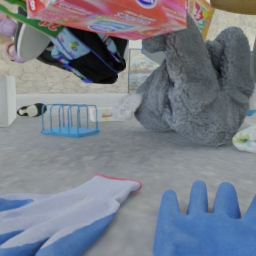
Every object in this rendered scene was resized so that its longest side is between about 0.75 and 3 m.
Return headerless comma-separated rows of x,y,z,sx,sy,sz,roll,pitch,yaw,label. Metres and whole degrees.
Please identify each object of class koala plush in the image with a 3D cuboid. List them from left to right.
1.080,-0.724,6.731,2.646,2.742,2.984,5,-16,-30,koala plush

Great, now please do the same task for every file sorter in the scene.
-1.487,-0.229,7.156,1.223,0.750,0.849,4,9,29,file sorter

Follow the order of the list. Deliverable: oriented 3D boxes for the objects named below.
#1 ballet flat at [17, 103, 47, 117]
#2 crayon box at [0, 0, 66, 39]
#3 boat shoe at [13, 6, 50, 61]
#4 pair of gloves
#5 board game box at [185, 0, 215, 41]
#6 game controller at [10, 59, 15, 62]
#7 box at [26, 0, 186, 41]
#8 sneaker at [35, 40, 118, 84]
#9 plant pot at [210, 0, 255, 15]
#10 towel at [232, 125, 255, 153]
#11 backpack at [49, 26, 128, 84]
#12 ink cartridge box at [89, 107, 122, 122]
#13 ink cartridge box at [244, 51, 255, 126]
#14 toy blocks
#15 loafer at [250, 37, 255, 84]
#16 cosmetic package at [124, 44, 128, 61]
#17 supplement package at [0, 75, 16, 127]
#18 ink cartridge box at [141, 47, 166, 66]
-3.874,-0.656,11.130,1.529,0.520,0.523,-6,13,36,ballet flat
-1.366,-2.879,4.904,1.699,2.676,0.680,25,-35,-4,crayon box
-2.151,-2.869,6.533,0.772,2.560,0.946,31,20,18,boat shoe
-0.020,0.747,2.142,2.606,0.297,2.095,5,9,25,pair of gloves
2.136,-3.287,9.511,0.378,1.204,2.521,-29,-25,-12,board game box
-3.233,-3.185,9.605,1.183,2.267,0.477,0,-33,45,game controller
-0.205,-2.008,4.004,1.142,1.054,2.226,1,6,40,box
-1.363,-1.909,7.876,2.650,1.017,1.110,12,18,-35,sneaker
3.040,-3.504,7.342,1.196,1.196,1.284,-10,43,-48,plant pot
3.355,0.183,5.127,2.199,0.529,1.882,8,10,43,towel
-1.041,-2.282,6.309,1.423,1.930,2.115,-14,-35,40,backpack
-0.775,-0.488,9.893,1.074,0.448,0.779,-3,9,-17,ink cartridge box
3.710,-0.896,7.163,1.551,1.544,2.114,6,-7,44,ink cartridge box
-3.243,-2.852,7.308,2.516,2.351,2.118,-35,37,-21,toy blocks
2.629,-1.963,4.495,1.006,2.675,0.932,0,11,4,loafer
-0.896,-2.894,9.337,1.594,1.314,1.315,-2,10,-15,cosmetic package
-4.599,-0.942,9.150,1.558,1.553,2.657,-2,9,-16,supplement package
1.033,-2.762,8.757,1.004,1.389,0.588,26,-31,-31,ink cartridge box
